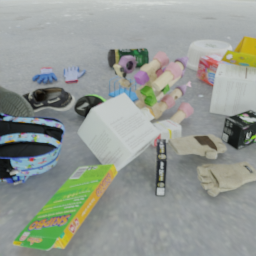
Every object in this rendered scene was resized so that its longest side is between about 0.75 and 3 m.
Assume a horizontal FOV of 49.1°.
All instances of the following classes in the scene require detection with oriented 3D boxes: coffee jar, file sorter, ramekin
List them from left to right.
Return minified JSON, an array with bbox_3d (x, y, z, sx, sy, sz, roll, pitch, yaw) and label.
[{"bbox_3d":[-0.126,-1.686,12.018,1.223,0.750,0.849,23,39,32],"label":"file sorter"},{"bbox_3d":[-0.015,-3.814,15.317,2.229,0.951,1.162,-3,31,-5],"label":"coffee jar"},{"bbox_3d":[4.456,-3.998,15.367,2.591,1.207,2.591,-1,31,0],"label":"ramekin"}]

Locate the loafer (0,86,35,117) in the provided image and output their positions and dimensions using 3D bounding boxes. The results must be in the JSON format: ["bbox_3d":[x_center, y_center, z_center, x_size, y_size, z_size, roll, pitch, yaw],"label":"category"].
[{"bbox_3d":[-4.352,-0.873,10.355,2.675,0.932,1.006,35,83,20],"label":"loafer"}]

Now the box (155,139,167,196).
[{"bbox_3d":[0.834,1.010,7.183,0.285,1.160,0.935,0,30,4],"label":"box"}]

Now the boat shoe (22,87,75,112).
[{"bbox_3d":[-3.255,-1.124,10.595,2.560,0.772,0.946,6,63,28],"label":"boat shoe"}]

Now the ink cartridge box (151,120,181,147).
[{"bbox_3d":[1.108,0.146,9.220,1.074,0.448,0.779,-15,27,-22],"label":"ink cartridge box"}]

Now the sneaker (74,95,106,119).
[{"bbox_3d":[-1.103,-0.425,9.713,1.110,1.017,2.650,-28,38,-37],"label":"sneaker"}]

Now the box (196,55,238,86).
[{"bbox_3d":[4.390,-2.531,13.010,1.142,1.054,2.226,-18,39,-27],"label":"box"}]

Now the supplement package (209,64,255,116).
[{"bbox_3d":[4.637,-1.356,10.678,2.657,1.553,1.558,11,33,18],"label":"supplement package"}]

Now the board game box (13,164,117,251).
[{"bbox_3d":[-1.309,1.710,6.283,1.204,0.378,2.521,-10,23,34],"label":"board game box"}]

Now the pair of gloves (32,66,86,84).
[{"bbox_3d":[-3.450,-2.714,14.156,2.606,0.297,2.095,-5,32,-7],"label":"pair of gloves"}]

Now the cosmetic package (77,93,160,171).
[{"bbox_3d":[-0.289,0.159,7.828,1.314,1.315,1.594,-31,77,-42],"label":"cosmetic package"}]

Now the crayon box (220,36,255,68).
[{"bbox_3d":[5.077,-2.765,10.744,2.676,0.680,1.699,15,2,9],"label":"crayon box"}]

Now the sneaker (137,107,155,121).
[{"bbox_3d":[0.301,-0.340,9.649,0.658,0.568,1.501,-43,11,-17],"label":"sneaker"}]

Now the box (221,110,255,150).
[{"bbox_3d":[3.748,0.044,9.042,1.167,0.867,0.725,-17,34,-23],"label":"box"}]

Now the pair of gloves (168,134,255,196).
[{"bbox_3d":[2.326,0.911,7.858,1.847,0.381,2.172,-8,40,-31],"label":"pair of gloves"}]

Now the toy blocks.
[{"bbox_3d":[1.269,-1.745,10.168,2.118,2.351,2.516,-44,44,-16],"label":"toy blocks"}]

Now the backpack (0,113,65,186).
[{"bbox_3d":[-2.774,0.540,7.594,2.115,1.423,1.930,-1,36,-3],"label":"backpack"}]
